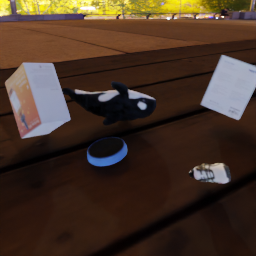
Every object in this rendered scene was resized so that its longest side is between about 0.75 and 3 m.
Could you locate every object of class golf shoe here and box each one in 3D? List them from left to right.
[{"bbox_3d":[1.626,0.950,5.637,0.512,0.421,1.084,-12,-6,-15],"label":"golf shoe"}]

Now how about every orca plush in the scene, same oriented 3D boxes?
[{"bbox_3d":[-0.642,-0.620,8.413,2.835,1.491,1.008,17,54,-3],"label":"orca plush"}]

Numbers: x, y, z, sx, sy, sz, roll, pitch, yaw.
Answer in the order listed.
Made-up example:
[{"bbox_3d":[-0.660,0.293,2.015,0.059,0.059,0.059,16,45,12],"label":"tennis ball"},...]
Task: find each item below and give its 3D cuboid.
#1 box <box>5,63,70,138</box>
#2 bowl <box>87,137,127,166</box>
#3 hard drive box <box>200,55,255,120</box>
[{"bbox_3d":[-2.471,-0.733,7.592,1.268,1.666,0.886,-26,-10,42],"label":"box"},{"bbox_3d":[-0.531,0.556,6.971,1.021,0.200,1.021,-10,29,5],"label":"bowl"},{"bbox_3d":[3.135,-1.238,8.534,1.255,1.611,0.618,26,20,16],"label":"hard drive box"}]
